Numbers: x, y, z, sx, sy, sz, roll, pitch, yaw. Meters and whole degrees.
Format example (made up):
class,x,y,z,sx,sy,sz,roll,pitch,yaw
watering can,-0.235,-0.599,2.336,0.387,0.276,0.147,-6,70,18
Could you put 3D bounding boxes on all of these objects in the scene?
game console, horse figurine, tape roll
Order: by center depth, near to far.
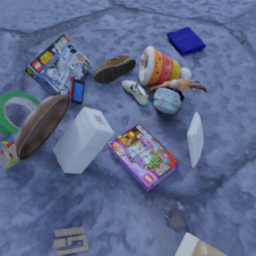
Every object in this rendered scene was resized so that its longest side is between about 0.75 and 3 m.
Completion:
class,x,y,z,sx,sy,sz,roll,pitch,yaw
tape roll,-3.933,-0.437,10.270,1.880,0.452,1.880,26,48,-32
game console,-2.050,-1.521,11.384,0.604,0.877,1.018,6,85,-17
horse figurine,2.101,-1.701,11.564,2.214,0.553,1.467,5,8,40

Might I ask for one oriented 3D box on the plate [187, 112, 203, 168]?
class,x,y,z,sx,sy,sz,roll,pitch,yaw
plate,2.323,0.395,9.484,0.228,1.410,1.407,2,35,27

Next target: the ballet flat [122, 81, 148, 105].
class,x,y,z,sx,sy,sz,roll,pitch,yaw
ballet flat,0.342,-1.667,12.069,0.589,0.545,1.747,-18,51,-32

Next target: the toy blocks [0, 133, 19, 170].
class,x,y,z,sx,sy,sz,roll,pitch,yaw
toy blocks,-3.952,0.749,9.431,0.871,1.274,0.637,57,33,4

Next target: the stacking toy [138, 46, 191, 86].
class,x,y,z,sx,sy,sz,roll,pitch,yaw
stacking toy,1.734,-2.591,12.445,2.309,1.687,1.687,7,48,-13

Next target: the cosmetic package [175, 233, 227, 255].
class,x,y,z,sx,sy,sz,roll,pitch,yaw
cosmetic package,2.330,3.821,6.824,2.611,1.373,0.928,26,54,19

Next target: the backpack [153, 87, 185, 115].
class,x,y,z,sx,sy,sz,roll,pitch,yaw
backpack,1.535,-1.055,10.930,1.241,1.487,0.941,12,85,12

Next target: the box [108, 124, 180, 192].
class,x,y,z,sx,sy,sz,roll,pitch,yaw
box,0.524,0.967,9.807,1.496,0.428,2.187,-33,60,-23

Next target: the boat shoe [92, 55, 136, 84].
class,x,y,z,sx,sy,sz,roll,pitch,yaw
boat shoe,-0.756,-2.705,12.838,2.326,0.837,0.791,-26,51,-30

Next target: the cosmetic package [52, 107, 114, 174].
class,x,y,z,sx,sy,sz,roll,pitch,yaw
cosmetic package,-1.526,0.460,9.305,0.818,2.017,1.138,13,35,-49

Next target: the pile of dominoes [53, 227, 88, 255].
class,x,y,z,sx,sy,sz,roll,pitch,yaw
pile of dominoes,-1.673,3.287,8.139,0.950,0.151,0.741,-4,48,-14

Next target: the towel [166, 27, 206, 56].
class,x,y,z,sx,sy,sz,roll,pitch,yaw
towel,3.009,-4.502,14.640,1.402,0.470,1.899,-20,52,-8

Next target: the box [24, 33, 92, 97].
class,x,y,z,sx,sy,sz,roll,pitch,yaw
box,-2.885,-2.622,12.028,1.864,0.543,2.723,46,45,-20

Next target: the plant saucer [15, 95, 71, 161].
class,x,y,z,sx,sy,sz,roll,pitch,yaw
plant saucer,-2.664,-0.106,8.561,0.449,2.453,2.453,35,55,0
